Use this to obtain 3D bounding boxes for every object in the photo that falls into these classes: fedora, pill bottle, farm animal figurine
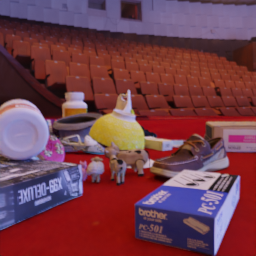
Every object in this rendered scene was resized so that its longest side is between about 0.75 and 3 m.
[{"bbox_3d":[-2.429,0.098,13.792,2.278,1.163,2.576,4,16,26],"label":"fedora"},{"bbox_3d":[-3.091,-0.743,16.213,1.406,2.532,1.406,0,5,0],"label":"pill bottle"},{"bbox_3d":[-2.561,-0.053,6.601,1.131,1.131,2.016,-2,13,-22],"label":"pill bottle"},{"bbox_3d":[-0.396,0.831,7.167,1.414,0.881,1.751,3,6,36],"label":"farm animal figurine"},{"bbox_3d":[-3.992,0.121,14.253,2.001,1.125,1.125,-4,6,-36],"label":"pill bottle"}]

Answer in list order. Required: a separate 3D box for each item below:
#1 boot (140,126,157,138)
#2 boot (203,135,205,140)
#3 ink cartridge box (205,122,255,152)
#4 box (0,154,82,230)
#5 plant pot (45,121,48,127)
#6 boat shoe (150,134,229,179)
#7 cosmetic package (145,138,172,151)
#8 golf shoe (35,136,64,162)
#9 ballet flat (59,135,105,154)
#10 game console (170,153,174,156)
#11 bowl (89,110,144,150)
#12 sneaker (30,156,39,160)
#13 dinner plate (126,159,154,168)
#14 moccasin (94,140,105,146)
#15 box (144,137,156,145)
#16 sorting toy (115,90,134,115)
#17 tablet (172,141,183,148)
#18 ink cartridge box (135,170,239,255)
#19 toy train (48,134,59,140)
[{"bbox_3d":[0.539,0.223,14.304,1.553,0.593,1.304,13,-8,44],"label":"boot"},{"bbox_3d":[4.776,0.454,14.761,1.503,0.483,1.400,-3,1,27],"label":"boot"},{"bbox_3d":[4.903,0.328,11.890,2.937,1.103,2.419,1,6,10],"label":"ink cartridge box"},{"bbox_3d":[-2.592,1.073,5.458,2.689,0.669,2.121,3,5,28],"label":"box"},{"bbox_3d":[-4.353,0.284,12.295,1.676,1.129,1.676,0,5,0],"label":"plant pot"},{"bbox_3d":[1.753,0.700,7.659,2.941,1.058,1.061,-4,6,-37],"label":"boat shoe"},{"bbox_3d":[1.265,0.694,11.836,0.571,0.403,1.102,-4,7,-39],"label":"cosmetic package"},{"bbox_3d":[-2.881,0.697,8.928,1.013,1.231,2.690,3,24,-42],"label":"golf shoe"},{"bbox_3d":[-1.773,0.627,10.696,1.968,0.708,0.708,3,5,9],"label":"ballet flat"},{"bbox_3d":[2.397,0.928,9.940,2.027,0.244,1.195,-5,6,-41],"label":"game console"},{"bbox_3d":[-0.327,-0.027,11.537,2.349,1.264,2.349,15,11,-3],"label":"bowl"},{"bbox_3d":[-2.264,0.984,7.020,1.362,0.603,0.513,2,3,-7],"label":"sneaker"},{"bbox_3d":[0.236,1.074,8.836,1.297,0.157,1.297,-1,6,0],"label":"dinner plate"},{"bbox_3d":[-1.086,0.443,12.637,0.604,0.713,1.772,15,-6,-35],"label":"moccasin"},{"bbox_3d":[1.026,0.632,13.126,0.513,0.307,1.247,-1,5,-14],"label":"box"},{"bbox_3d":[-0.274,-1.043,16.310,1.265,2.132,2.369,6,-6,-23],"label":"sorting toy"},{"bbox_3d":[2.434,0.742,12.951,1.142,0.120,1.755,0,4,7],"label":"tablet"},{"bbox_3d":[1.116,1.218,4.639,1.113,0.524,2.368,1,5,27],"label":"ink cartridge box"},{"bbox_3d":[-3.812,0.562,13.314,1.123,0.479,0.640,-3,15,-34],"label":"toy train"}]
